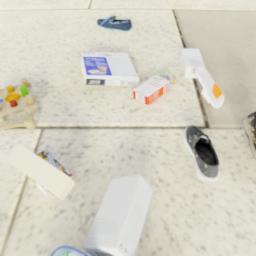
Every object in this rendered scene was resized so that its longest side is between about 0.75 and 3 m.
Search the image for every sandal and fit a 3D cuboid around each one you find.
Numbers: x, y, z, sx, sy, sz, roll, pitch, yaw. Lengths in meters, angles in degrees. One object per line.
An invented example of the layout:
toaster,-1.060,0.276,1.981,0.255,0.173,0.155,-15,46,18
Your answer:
sandal,3.242,-1.619,11.391,0.693,0.518,1.808,-29,90,-18

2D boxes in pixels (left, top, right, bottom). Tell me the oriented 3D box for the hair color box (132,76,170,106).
hair color box,0.983,-1.576,11.688,0.825,0.476,1.488,29,52,34

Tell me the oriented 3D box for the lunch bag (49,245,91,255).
lunch bag,-0.960,3.881,5.711,2.726,1.030,2.184,19,49,17

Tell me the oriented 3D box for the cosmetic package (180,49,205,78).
cosmetic package,2.996,-3.057,13.162,0.864,0.629,1.699,2,42,1

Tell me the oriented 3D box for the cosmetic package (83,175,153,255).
cosmetic package,-0.193,2.298,7.216,1.081,0.787,2.126,-14,33,35

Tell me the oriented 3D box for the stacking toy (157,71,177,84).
stacking toy,1.714,-2.236,12.413,0.612,0.191,0.812,-10,56,-33

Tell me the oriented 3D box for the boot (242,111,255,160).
boot,4.785,0.120,8.794,0.921,1.895,2.516,18,45,-22

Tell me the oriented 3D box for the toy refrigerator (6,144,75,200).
toy refrigerator,-2.475,1.281,7.939,1.845,0.700,0.645,30,69,12

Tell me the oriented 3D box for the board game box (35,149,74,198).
board game box,-2.542,1.375,8.809,0.972,0.267,1.540,-34,53,-29

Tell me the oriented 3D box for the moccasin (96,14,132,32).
moccasin,-0.785,-6.195,16.296,2.195,0.749,0.883,11,45,11

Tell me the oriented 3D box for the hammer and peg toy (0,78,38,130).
hammer and peg toy,-4.421,-0.885,10.734,1.763,0.845,2.396,-16,46,-16

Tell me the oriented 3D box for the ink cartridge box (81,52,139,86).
ink cartridge box,-0.907,-2.687,12.630,2.317,0.551,2.345,-2,39,-14

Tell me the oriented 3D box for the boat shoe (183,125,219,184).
boat shoe,2.391,0.610,9.141,0.872,0.826,2.495,2,40,-2
